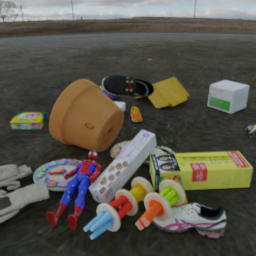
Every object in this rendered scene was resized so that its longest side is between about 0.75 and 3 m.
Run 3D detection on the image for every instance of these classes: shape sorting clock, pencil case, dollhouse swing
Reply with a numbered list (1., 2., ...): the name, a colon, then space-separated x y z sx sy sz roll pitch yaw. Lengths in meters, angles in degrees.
1. shape sorting clock: -2.018 1.418 8.772 1.821 0.357 1.821 0 25 0
2. pencil case: -1.327 -1.891 15.190 1.011 0.908 2.327 43 43 23
3. dollhouse swing: 1.738 -1.640 15.336 2.110 1.855 1.918 -25 76 -43

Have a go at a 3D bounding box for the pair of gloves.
1. pair of gloves: -3.510 1.806 7.886 2.052 0.423 2.413 -21 29 -30

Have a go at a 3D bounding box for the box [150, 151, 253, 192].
1. box: 2.142 1.305 8.564 2.883 0.722 1.085 -1 25 -2

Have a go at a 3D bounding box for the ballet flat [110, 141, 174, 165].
1. ballet flat: 0.476 0.806 9.434 2.276 0.861 0.727 4 -19 9

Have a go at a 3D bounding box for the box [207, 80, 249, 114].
1. box: 5.074 -1.600 14.224 1.424 1.220 1.417 -19 31 -35

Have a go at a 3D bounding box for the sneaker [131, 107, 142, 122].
1. sneaker: 0.348 -0.628 13.025 0.470 0.497 1.288 -5 27 -14

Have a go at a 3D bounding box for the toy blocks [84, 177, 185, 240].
1. toy blocks: 0.137 1.990 6.678 1.730 0.754 2.075 -5 16 42

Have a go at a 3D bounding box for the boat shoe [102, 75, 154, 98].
1. boat shoe: 0.037 -1.711 11.431 2.323 0.850 0.728 5 -5 -36

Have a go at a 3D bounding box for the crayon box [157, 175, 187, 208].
1. crayon box: 1.198 1.800 7.571 0.643 0.257 1.012 -5 55 -8

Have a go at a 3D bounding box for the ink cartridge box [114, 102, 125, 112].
1. ink cartridge box: -1.111 -0.824 13.503 1.469 0.434 1.835 8 25 16

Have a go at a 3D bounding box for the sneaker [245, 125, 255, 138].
1. sneaker: 5.069 0.141 11.567 0.445 0.406 1.100 8 18 31

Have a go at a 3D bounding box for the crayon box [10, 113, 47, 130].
1. crayon box: -4.410 -0.322 12.480 1.292 0.377 1.114 -1 25 -1

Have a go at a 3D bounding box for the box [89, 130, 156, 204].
1. box: -0.078 1.104 8.323 0.517 0.553 2.671 19 50 32

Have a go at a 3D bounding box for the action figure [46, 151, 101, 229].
1. action figure: -1.346 1.518 7.917 0.898 0.709 2.745 1 29 11

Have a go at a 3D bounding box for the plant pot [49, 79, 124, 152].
1. plant pot: -1.345 -0.272 10.287 1.774 2.535 2.535 29 34 18

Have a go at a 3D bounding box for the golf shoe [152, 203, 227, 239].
1. golf shoe: 1.439 2.097 6.783 1.779 0.819 0.646 3 26 10
